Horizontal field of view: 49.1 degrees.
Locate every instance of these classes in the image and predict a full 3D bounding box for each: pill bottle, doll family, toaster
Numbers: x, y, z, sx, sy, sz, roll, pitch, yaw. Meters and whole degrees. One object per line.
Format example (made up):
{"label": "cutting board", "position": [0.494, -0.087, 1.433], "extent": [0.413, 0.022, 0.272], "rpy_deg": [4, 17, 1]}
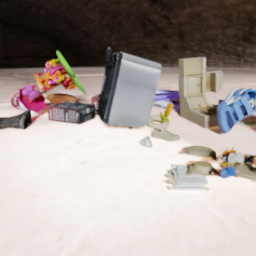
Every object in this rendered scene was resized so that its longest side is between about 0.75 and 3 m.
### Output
{"label": "pill bottle", "position": [-4.873, -1.233, 13.156], "extent": [1.448, 0.827, 0.827], "rpy_deg": [9, 18, 41]}
{"label": "doll family", "position": [2.531, 0.697, 5.877], "extent": [1.561, 0.704, 0.969], "rpy_deg": [-4, -11, 13]}
{"label": "toaster", "position": [-0.114, -1.462, 10.146], "extent": [1.635, 2.755, 2.491], "rpy_deg": [10, 9, -15]}

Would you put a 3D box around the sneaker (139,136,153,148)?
{"label": "sneaker", "position": [0.516, 0.447, 8.178], "extent": [0.345, 0.328, 0.858], "rpy_deg": [-16, 4, 4]}

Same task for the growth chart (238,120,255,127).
{"label": "growth chart", "position": [4.725, -0.164, 10.844], "extent": [0.956, 0.085, 0.691], "rpy_deg": [-10, 17, -33]}

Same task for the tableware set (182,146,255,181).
{"label": "tableware set", "position": [2.265, 0.853, 6.737], "extent": [1.946, 0.226, 1.625], "rpy_deg": [9, 17, 14]}

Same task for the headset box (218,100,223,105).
{"label": "headset box", "position": [4.806, -0.986, 13.041], "extent": [0.927, 0.481, 1.246], "rpy_deg": [1, 16, 2]}

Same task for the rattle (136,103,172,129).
{"label": "rattle", "position": [0.877, -0.464, 10.334], "extent": [1.343, 0.959, 0.874], "rpy_deg": [12, 48, 12]}

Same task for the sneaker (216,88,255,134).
{"label": "sneaker", "position": [3.727, -0.677, 9.515], "extent": [0.938, 0.843, 2.280], "rpy_deg": [-2, 37, 46]}

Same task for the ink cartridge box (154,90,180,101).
{"label": "ink cartridge box", "position": [1.689, -1.806, 15.577], "extent": [2.413, 0.529, 2.436], "rpy_deg": [-9, 11, -31]}

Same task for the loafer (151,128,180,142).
{"label": "loafer", "position": [1.190, 0.209, 8.997], "extent": [0.993, 0.339, 0.376], "rpy_deg": [8, 18, 28]}

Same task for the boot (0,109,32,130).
{"label": "boot", "position": [-4.459, -0.327, 10.474], "extent": [1.460, 0.581, 1.677], "rpy_deg": [-1, 19, -5]}

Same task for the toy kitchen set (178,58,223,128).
{"label": "toy kitchen set", "position": [3.359, -1.530, 11.072], "extent": [1.978, 2.425, 2.188], "rpy_deg": [-9, 17, -13]}

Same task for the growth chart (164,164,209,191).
{"label": "growth chart", "position": [1.312, 1.083, 6.270], "extent": [0.978, 0.120, 1.351], "rpy_deg": [2, 16, 10]}

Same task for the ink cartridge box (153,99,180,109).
{"label": "ink cartridge box", "position": [2.048, -1.155, 13.988], "extent": [1.106, 0.242, 1.116], "rpy_deg": [-17, 27, -41]}

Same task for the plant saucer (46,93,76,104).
{"label": "plant saucer", "position": [-3.408, -1.446, 14.287], "extent": [1.507, 0.243, 1.507], "rpy_deg": [1, -10, 0]}

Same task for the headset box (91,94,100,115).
{"label": "headset box", "position": [-0.584, -1.101, 12.763], "extent": [2.194, 0.847, 1.633], "rpy_deg": [3, 15, 13]}

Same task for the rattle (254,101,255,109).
{"label": "rattle", "position": [5.506, -0.604, 9.943], "extent": [2.315, 1.507, 1.654], "rpy_deg": [19, 45, 2]}

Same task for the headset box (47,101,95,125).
{"label": "headset box", "position": [-2.366, -0.647, 11.443], "extent": [1.673, 0.646, 1.245], "rpy_deg": [7, 16, 21]}

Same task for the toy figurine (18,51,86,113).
{"label": "toy figurine", "position": [-3.358, -1.661, 11.444], "extent": [2.494, 2.034, 2.710], "rpy_deg": [-35, -5, -5]}
